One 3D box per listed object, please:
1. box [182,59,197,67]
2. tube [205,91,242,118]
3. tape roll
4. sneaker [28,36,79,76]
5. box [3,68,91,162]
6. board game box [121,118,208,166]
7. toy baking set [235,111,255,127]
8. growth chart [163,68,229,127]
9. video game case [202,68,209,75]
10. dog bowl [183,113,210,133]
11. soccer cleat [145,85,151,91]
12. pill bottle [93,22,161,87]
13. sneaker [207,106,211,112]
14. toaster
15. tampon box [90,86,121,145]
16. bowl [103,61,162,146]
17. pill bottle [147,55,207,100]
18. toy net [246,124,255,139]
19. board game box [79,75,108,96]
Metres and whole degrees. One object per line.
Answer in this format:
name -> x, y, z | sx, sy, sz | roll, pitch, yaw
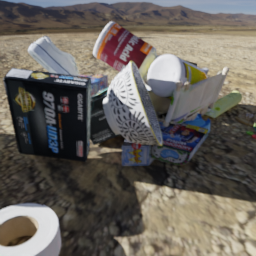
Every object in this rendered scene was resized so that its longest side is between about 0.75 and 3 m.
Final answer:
box -> 2.547, -2.911, 12.798 | 1.072, 0.186, 0.590 | 13, -5, -13
tube -> 4.500, -1.092, 13.438 | 2.615, 0.679, 0.759 | -26, -4, -32
tape roll -> -2.274, 2.350, 5.856 | 1.700, 0.595, 1.700 | 0, 24, 0
sneaker -> -2.215, -2.134, 10.007 | 0.957, 2.703, 0.987 | -52, 23, -16
box -> -2.290, -0.289, 8.421 | 2.263, 2.848, 0.655 | 8, 39, -1
board game box -> 1.041, 0.566, 9.516 | 2.626, 0.810, 2.625 | 14, 29, 28
toy baking set -> 5.380, -0.382, 12.416 | 1.152, 0.175, 1.501 | -12, 27, -31
growth chart -> 2.363, -0.986, 9.607 | 2.970, 2.149, 0.263 | -22, 55, -35
video game case -> 2.735, -1.709, 13.080 | 2.160, 1.966, 0.247 | -21, 49, -34
dog bowl -> 2.645, -0.151, 11.225 | 0.970, 0.432, 1.741 | -19, 23, -5
soccer cleat -> 0.711, -1.628, 12.896 | 1.927, 0.832, 0.673 | -4, -10, 36
pill bottle -> 0.131, -2.685, 10.560 | 2.584, 1.475, 1.475 | 31, 27, -2
sneaker -> 2.843, -1.434, 12.082 | 2.653, 1.068, 1.014 | 0, 40, -39
toaster -> 1.333, -0.947, 11.450 | 0.866, 1.319, 1.459 | -22, 65, -4
tampon box -> -0.593, -0.729, 10.744 | 1.795, 1.512, 2.395 | -22, 15, 24
bowl -> 0.031, -0.545, 8.461 | 1.241, 2.644, 2.644 | -18, 22, 11
pill bottle -> 1.886, -1.605, 9.785 | 1.371, 1.371, 2.509 | 21, 10, 39
toy net -> 5.372, 0.301, 10.704 | 0.843, 0.311, 1.608 | -12, 28, -25
board game box -> -2.541, -2.436, 16.046 | 2.787, 0.859, 2.785 | 14, 27, 28
